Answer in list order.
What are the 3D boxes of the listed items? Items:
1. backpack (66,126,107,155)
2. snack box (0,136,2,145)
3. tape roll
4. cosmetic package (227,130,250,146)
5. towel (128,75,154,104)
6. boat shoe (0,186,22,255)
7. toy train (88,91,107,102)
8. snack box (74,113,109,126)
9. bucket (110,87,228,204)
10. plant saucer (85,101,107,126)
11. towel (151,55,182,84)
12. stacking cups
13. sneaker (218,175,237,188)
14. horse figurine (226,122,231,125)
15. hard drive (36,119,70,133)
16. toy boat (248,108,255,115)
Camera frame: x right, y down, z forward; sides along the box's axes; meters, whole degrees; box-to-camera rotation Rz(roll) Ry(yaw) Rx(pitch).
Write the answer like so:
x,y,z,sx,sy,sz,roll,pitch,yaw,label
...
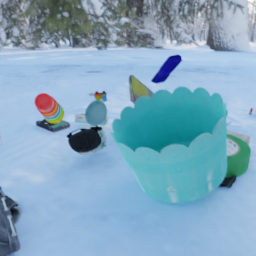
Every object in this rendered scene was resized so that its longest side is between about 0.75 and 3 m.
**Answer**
x,y,z,sx,sy,sz,roll,pitch,yaw,label
-1.303,0.431,9.672,1.218,0.924,1.460,-10,1,11,backpack
-5.257,0.631,10.554,0.772,0.287,1.085,-6,22,-14,snack box
2.738,0.831,9.567,2.633,0.633,2.633,0,22,0,tape roll
3.850,0.433,10.778,0.712,0.503,1.376,-19,27,-41,cosmetic package
0.880,-1.122,12.178,0.280,2.459,1.766,-33,43,28,towel
-2.852,1.964,6.401,0.777,0.823,2.294,-10,26,-23,boat shoe
-1.868,-1.817,16.713,1.226,0.519,0.710,-4,35,-11,toy train
-1.519,-0.391,12.106,1.211,0.387,2.084,6,4,-1,snack box
1.245,0.405,7.730,3.082,2.005,3.082,-14,31,9,bucket
-1.078,-0.494,9.686,0.903,0.903,0.162,12,-4,28,plant saucer
1.646,-2.440,11.806,0.343,1.386,1.023,48,40,14,towel
-2.458,-0.657,8.911,0.747,0.747,2.470,-4,-6,-11,stacking cups
2.907,1.547,8.267,0.394,0.227,0.756,20,32,32,sneaker
3.850,-0.317,12.724,1.071,0.403,1.616,-29,40,-22,horse figurine
-3.393,-0.153,12.635,1.344,0.254,0.939,16,26,36,hard drive
6.536,-0.773,14.186,0.811,0.377,0.682,9,26,3,toy boat
